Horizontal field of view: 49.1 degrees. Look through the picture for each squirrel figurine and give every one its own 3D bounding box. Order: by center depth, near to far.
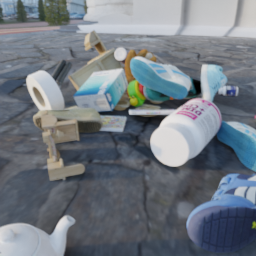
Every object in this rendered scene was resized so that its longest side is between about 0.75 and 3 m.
[{"bbox_3d":[0.527,-2.761,13.273,1.436,2.029,1.894,28,31,-2],"label":"squirrel figurine"}]

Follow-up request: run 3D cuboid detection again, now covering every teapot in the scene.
[{"bbox_3d":[-1.811,2.053,4.272,1.566,1.159,1.587,7,27,15],"label":"teapot"}]

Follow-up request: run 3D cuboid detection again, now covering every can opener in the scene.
[{"bbox_3d":[-3.121,-1.990,12.260,0.578,0.725,2.168,22,62,0],"label":"can opener"}]

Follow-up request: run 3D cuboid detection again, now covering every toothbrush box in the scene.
[{"bbox_3d":[-1.053,-1.516,11.358,1.462,0.852,1.997,-3,38,25],"label":"toothbrush box"}]

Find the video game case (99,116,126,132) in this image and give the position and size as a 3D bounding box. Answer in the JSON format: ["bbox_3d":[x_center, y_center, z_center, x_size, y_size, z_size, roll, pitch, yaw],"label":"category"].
[{"bbox_3d":[-0.719,-0.171,10.193,1.198,0.137,1.090,3,26,6],"label":"video game case"}]

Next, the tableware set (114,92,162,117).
[{"bbox_3d":[0.414,-1.132,12.014,2.323,0.323,2.781,8,26,15],"label":"tableware set"}]

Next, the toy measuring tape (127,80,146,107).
[{"bbox_3d":[0.571,-1.873,12.049,0.951,0.951,2.586,10,44,20],"label":"toy measuring tape"}]

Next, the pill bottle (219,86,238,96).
[{"bbox_3d":[4.687,-1.725,13.128,0.807,0.448,0.448,4,26,10],"label":"pill bottle"}]

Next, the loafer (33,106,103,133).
[{"bbox_3d":[-2.004,-0.296,9.486,2.273,0.860,0.776,4,45,-10],"label":"loafer"}]

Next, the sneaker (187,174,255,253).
[{"bbox_3d":[2.130,1.570,5.573,2.747,1.016,1.130,-6,24,-30],"label":"sneaker"}]

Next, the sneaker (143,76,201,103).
[{"bbox_3d":[2.049,-1.712,11.705,2.972,1.061,1.188,-8,-3,-33],"label":"sneaker"}]

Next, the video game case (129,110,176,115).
[{"bbox_3d":[0.882,-0.578,10.249,1.688,0.152,1.209,-1,6,-1],"label":"video game case"}]

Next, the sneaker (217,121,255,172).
[{"bbox_3d":[3.523,0.438,8.088,0.921,0.872,2.280,1,28,-15],"label":"sneaker"}]

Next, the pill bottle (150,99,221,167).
[{"bbox_3d":[1.725,0.092,8.196,1.353,1.353,2.387,16,30,30],"label":"pill bottle"}]

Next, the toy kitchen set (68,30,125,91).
[{"bbox_3d":[-2.123,-3.148,13.852,2.544,2.301,2.820,-37,17,-17],"label":"toy kitchen set"}]

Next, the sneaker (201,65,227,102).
[{"bbox_3d":[3.422,-1.836,11.151,1.006,0.907,2.455,-1,44,18],"label":"sneaker"}]

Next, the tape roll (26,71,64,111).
[{"bbox_3d":[-2.960,-1.211,10.000,0.555,1.588,1.588,-33,39,-28],"label":"tape roll"}]

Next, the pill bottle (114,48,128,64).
[{"bbox_3d":[-0.187,-3.270,12.917,0.587,0.587,1.057,9,3,18],"label":"pill bottle"}]

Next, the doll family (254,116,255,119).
[{"bbox_3d":[4.987,-0.367,9.891,0.917,0.413,0.569,-1,30,-24],"label":"doll family"}]

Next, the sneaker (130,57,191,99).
[{"bbox_3d":[1.232,-2.025,10.811,2.472,0.946,0.998,29,48,2],"label":"sneaker"}]

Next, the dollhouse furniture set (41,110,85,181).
[{"bbox_3d":[-1.831,0.316,7.927,1.035,1.211,2.337,-9,27,-14],"label":"dollhouse furniture set"}]
